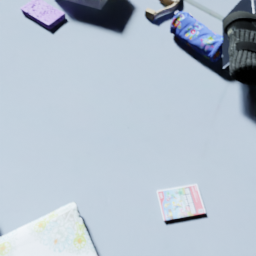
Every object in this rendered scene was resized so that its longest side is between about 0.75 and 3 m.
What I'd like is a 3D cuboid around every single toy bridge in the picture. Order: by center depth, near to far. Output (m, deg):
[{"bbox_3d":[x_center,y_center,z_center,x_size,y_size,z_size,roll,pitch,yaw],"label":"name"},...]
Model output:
[{"bbox_3d":[1.553,-4.931,10.827,0.791,0.320,2.352,30,64,13],"label":"toy bridge"}]

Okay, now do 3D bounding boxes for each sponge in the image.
[{"bbox_3d":[-3.196,-4.316,10.515,1.555,0.232,0.867,34,65,19],"label":"sponge"}]

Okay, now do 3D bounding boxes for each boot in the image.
[{"bbox_3d":[2.383,-1.297,4.778,1.588,0.598,1.187,1,65,-8],"label":"boot"}]

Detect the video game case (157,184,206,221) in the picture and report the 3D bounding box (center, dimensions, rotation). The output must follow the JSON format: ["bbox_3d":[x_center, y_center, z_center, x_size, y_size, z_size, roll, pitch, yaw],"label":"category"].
[{"bbox_3d":[1.311,1.851,6.979,1.061,0.093,0.759,-9,60,-5],"label":"video game case"}]

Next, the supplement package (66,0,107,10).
[{"bbox_3d":[-1.717,-5.767,10.783,2.145,1.189,1.670,19,59,10],"label":"supplement package"}]

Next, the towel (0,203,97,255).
[{"bbox_3d":[-1.653,3.143,5.958,2.120,0.596,2.477,-22,62,-16],"label":"towel"}]

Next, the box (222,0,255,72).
[{"bbox_3d":[4.111,-2.527,8.393,2.184,1.377,2.222,20,59,-15],"label":"box"}]

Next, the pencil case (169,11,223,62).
[{"bbox_3d":[2.358,-3.113,9.435,2.098,0.819,0.911,44,105,21],"label":"pencil case"}]
